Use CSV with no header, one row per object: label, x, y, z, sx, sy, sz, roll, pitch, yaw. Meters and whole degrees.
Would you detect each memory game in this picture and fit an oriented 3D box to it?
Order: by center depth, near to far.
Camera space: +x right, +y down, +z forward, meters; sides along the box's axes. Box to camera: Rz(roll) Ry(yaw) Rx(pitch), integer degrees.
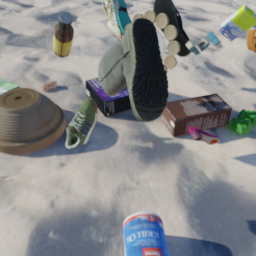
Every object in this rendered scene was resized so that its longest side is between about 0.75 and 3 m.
memory game,0.725,-2.740,9.371,2.279,2.279,0.145,27,36,30

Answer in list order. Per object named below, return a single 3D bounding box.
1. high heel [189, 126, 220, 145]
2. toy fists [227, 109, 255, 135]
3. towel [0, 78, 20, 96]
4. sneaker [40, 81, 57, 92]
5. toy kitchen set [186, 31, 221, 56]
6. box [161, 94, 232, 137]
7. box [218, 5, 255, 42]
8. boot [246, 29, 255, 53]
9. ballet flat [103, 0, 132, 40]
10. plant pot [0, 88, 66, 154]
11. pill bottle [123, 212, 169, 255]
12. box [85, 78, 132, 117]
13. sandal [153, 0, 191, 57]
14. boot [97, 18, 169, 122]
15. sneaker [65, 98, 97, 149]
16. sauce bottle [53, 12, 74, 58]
high heel,2.142,0.184,7.830,0.988,0.333,0.475,14,40,-33
toy fists,4.414,-0.250,10.567,0.746,0.503,1.463,31,47,32
towel,-6.329,-1.512,12.238,1.925,0.396,2.580,25,45,27
sneaker,-3.647,-1.963,12.872,0.835,0.327,0.323,-31,43,-32
toy kitchen set,2.851,-3.188,10.607,0.816,1.019,0.600,9,45,-55
box,2.554,-0.510,10.612,2.360,0.884,1.182,-9,39,-14
box,3.029,-2.857,7.727,0.584,0.958,0.228,31,61,-16
boot,4.180,-2.944,8.589,0.556,1.450,1.126,-19,32,-12
ballet flat,-0.465,-4.349,10.763,0.864,2.703,1.022,-22,-14,40
plant pot,-3.855,-0.522,10.226,2.950,1.362,2.950,-1,38,1
pill bottle,0.422,2.874,6.230,0.992,0.992,1.768,-3,39,-4
box,-0.789,-1.431,11.846,1.404,0.785,1.990,-17,41,-25
sandal,1.926,-4.348,11.963,1.036,2.756,0.660,-8,33,42
boot,-0.098,-1.244,7.465,1.026,2.571,2.828,3,-9,-27
sneaker,-1.093,-0.030,6.292,0.433,1.290,0.579,36,37,19
sauce bottle,-2.559,-3.679,11.171,0.806,2.490,0.806,4,77,-17
